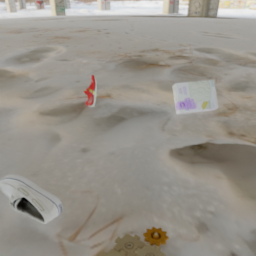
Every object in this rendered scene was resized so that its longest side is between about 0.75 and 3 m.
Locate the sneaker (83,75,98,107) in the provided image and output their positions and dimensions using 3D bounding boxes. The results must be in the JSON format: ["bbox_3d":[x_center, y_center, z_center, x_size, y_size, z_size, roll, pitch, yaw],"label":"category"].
[{"bbox_3d":[-1.619,-1.618,12.074,0.588,1.384,0.533,4,2,-7],"label":"sneaker"}]

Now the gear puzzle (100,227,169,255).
[{"bbox_3d":[0.084,2.578,5.385,1.079,0.273,2.084,16,29,31],"label":"gear puzzle"}]

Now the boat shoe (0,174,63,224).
[{"bbox_3d":[-2.458,1.702,6.611,1.898,0.683,0.624,22,30,21],"label":"boat shoe"}]

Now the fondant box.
[{"bbox_3d":[2.739,-1.263,11.464,1.665,1.201,0.485,-7,-6,-7],"label":"fondant box"}]
